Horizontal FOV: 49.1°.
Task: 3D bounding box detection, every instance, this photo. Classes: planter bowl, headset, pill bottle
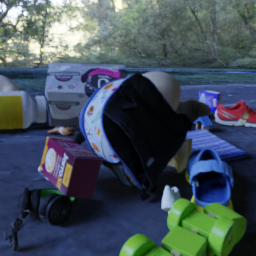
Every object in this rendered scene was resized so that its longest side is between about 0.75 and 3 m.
[{"bbox_3d":[1.197,-1.127,12.079,2.168,2.168,1.459,2,42,7],"label":"planter bowl"},{"bbox_3d":[-1.605,1.564,5.183,1.049,0.798,1.699,8,2,12],"label":"headset"},{"bbox_3d":[-4.660,-0.691,10.972,2.667,1.494,1.494,-3,16,-24],"label":"pill bottle"}]

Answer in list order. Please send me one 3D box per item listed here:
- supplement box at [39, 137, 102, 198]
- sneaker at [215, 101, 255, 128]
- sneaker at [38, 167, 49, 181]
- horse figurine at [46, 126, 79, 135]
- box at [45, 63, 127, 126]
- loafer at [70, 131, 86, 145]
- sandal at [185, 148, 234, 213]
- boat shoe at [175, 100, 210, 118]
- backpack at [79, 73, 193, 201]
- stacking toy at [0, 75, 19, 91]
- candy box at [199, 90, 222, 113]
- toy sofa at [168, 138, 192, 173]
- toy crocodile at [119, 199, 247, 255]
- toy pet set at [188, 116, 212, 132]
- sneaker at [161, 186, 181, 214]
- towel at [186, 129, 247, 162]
[{"bbox_3d":[-1.267,0.800,5.968,0.646,0.832,1.507,11,7,-38],"label":"supplement box"},{"bbox_3d":[4.863,-0.601,11.612,2.413,1.025,0.929,1,16,2],"label":"sneaker"},{"bbox_3d":[-1.815,0.995,7.191,0.950,0.383,0.696,-19,28,-36],"label":"sneaker"},{"bbox_3d":[-2.390,0.079,10.550,1.185,0.296,0.785,12,24,27],"label":"horse figurine"},{"bbox_3d":[-1.495,-1.194,10.377,2.829,1.869,1.623,0,51,-9],"label":"box"},{"bbox_3d":[-1.446,0.287,8.167,0.357,0.345,1.017,40,54,22],"label":"loafer"},{"bbox_3d":[1.758,0.930,6.026,1.036,1.135,2.607,-2,15,8],"label":"sandal"},{"bbox_3d":[3.011,-1.017,13.448,0.776,0.821,2.283,-16,23,-42],"label":"boat shoe"},{"bbox_3d":[0.066,-0.019,6.262,1.791,2.214,2.325,1,44,43],"label":"backpack"},{"bbox_3d":[-5.913,-1.361,13.142,2.048,2.048,2.803,-3,6,-11],"label":"stacking toy"},{"bbox_3d":[4.206,-1.372,14.393,0.449,0.985,1.165,-14,21,-31],"label":"candy box"},{"bbox_3d":[0.840,0.534,8.008,1.988,0.823,0.970,11,20,34],"label":"toy sofa"},{"bbox_3d":[0.725,1.785,3.850,0.948,0.867,2.808,15,26,42],"label":"toy crocodile"},{"bbox_3d":[2.594,-0.049,10.420,1.100,0.626,1.178,-9,19,-29],"label":"toy pet set"},{"bbox_3d":[0.867,1.326,5.101,0.385,0.453,1.024,-9,-28,18],"label":"sneaker"},{"bbox_3d":[2.383,0.500,8.781,1.586,0.261,2.191,-7,22,-19],"label":"towel"}]
